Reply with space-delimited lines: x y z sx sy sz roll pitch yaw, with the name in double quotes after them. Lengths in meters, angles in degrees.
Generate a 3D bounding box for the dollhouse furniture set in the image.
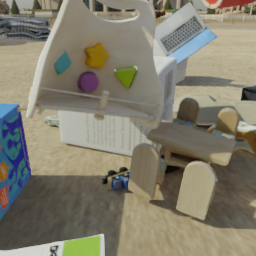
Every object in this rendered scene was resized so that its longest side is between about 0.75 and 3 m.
1.931 0.215 5.480 2.997 1.950 2.753 18 30 22 "dollhouse furniture set"

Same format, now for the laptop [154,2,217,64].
1.636 -2.892 8.617 1.527 1.631 0.945 -33 -6 17 "laptop"

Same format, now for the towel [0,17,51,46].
-3.566 -2.989 8.782 1.538 0.795 1.857 8 20 35 "towel"

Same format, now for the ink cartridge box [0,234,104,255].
-1.255 2.070 2.623 2.240 0.848 1.655 -10 24 0 "ink cartridge box"

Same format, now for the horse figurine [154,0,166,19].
0.731 -5.231 11.821 1.297 1.958 0.489 -14 49 45 "horse figurine"

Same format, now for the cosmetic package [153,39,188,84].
1.901 -3.308 13.713 1.571 1.906 1.572 21 32 28 "cosmetic package"

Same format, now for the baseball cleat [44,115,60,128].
-2.118 -0.232 8.816 1.079 0.376 0.575 14 28 27 "baseball cleat"

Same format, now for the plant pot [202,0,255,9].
2.703 -3.904 7.496 1.276 1.442 1.442 -25 30 -13 "plant pot"

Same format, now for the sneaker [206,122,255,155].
3.245 0.180 7.306 2.266 0.857 0.993 12 26 23 "sneaker"

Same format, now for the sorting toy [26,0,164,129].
-0.476 -1.352 5.239 2.625 2.363 1.403 5 20 -33 "sorting toy"

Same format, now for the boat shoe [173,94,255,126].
2.865 -0.396 8.982 2.931 1.065 0.919 10 -17 33 "boat shoe"

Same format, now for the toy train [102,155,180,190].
0.388 0.973 6.195 2.029 0.346 0.465 -12 39 -28 "toy train"

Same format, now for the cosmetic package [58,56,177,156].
-0.215 -0.779 7.760 2.669 2.220 2.234 9 26 18 "cosmetic package"

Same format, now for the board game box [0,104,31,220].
-2.492 0.740 4.983 0.509 1.721 2.263 2 25 4 "board game box"

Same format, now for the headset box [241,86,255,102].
5.418 -0.939 9.769 2.337 0.877 1.737 -13 27 -26 "headset box"
